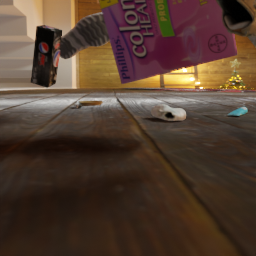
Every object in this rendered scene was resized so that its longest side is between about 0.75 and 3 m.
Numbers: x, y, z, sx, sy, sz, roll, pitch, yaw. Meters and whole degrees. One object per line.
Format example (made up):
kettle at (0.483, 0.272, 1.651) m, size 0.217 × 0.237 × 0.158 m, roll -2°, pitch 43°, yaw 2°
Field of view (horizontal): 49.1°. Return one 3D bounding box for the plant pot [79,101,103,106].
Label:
plant pot at (-2.175, -1.432, 16.104) m, size 1.479 × 0.203 × 1.479 m, roll -1°, pitch 10°, yaw 0°

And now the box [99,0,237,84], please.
box at (0.937, -2.589, 6.671) m, size 2.727 × 2.399 × 1.319 m, roll -10°, pitch 13°, yaw 21°

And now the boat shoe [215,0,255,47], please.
boat shoe at (1.639, -1.612, 3.919) m, size 1.860 × 0.636 × 0.695 m, roll 39°, pitch -1°, yaw -36°

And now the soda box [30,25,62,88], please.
soda box at (-1.613, -1.406, 5.541) m, size 0.402 × 1.136 × 0.360 m, roll 18°, pitch 26°, yaw 5°

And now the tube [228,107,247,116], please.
tube at (4.510, -0.630, 11.412) m, size 0.450 × 0.293 × 1.161 m, roll -1°, pitch 11°, yaw 44°

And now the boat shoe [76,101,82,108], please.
boat shoe at (-2.523, -1.177, 14.439) m, size 0.268 × 0.324 × 0.945 m, roll 8°, pitch 14°, yaw -10°

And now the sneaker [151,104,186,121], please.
sneaker at (1.339, -0.550, 10.174) m, size 0.601 × 0.527 × 1.500 m, roll -12°, pitch 16°, yaw -40°

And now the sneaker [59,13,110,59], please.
sneaker at (-1.488, -3.623, 10.496) m, size 2.949 × 1.102 × 1.209 m, roll -10°, pitch 34°, yaw 33°
